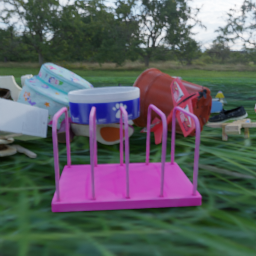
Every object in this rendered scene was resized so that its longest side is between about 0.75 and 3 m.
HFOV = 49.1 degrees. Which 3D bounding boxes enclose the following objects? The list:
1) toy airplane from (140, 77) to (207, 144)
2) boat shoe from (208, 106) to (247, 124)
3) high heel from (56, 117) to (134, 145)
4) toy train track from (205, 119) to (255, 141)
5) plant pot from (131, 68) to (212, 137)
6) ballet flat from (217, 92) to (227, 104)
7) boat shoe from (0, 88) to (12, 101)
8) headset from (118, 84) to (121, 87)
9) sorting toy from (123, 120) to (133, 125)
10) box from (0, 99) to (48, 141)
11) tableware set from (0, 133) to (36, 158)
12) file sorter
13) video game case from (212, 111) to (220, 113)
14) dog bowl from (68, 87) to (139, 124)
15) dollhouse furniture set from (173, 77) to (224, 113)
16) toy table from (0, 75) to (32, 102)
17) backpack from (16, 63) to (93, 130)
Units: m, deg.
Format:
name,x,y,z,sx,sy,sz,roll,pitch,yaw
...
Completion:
name,x,y,z,sx,sy,sz,roll,pitch,yaw
toy airplane,1.206,-0.340,7.377,0.392,2.130,2.130,34,-7,-32
boat shoe,3.511,-0.494,10.071,1.363,0.452,0.509,-9,28,31
high heel,-0.898,-0.087,7.883,2.225,0.750,1.070,0,31,10
toy train track,3.418,0.041,8.602,1.676,0.475,2.922,-1,5,29
plant pot,1.411,-0.708,8.823,1.970,2.025,2.025,21,23,37
ballet flat,5.047,-1.571,15.144,0.291,0.819,0.283,-33,14,-6
boat shoe,-4.521,-0.899,8.726,1.110,1.112,3.007,15,7,-4
headset,-1.235,-1.967,16.175,2.002,0.941,1.236,-6,10,23
sorting toy,-0.067,-0.504,10.342,1.920,1.026,1.729,12,37,43
box,-2.995,-0.173,7.212,1.099,0.767,1.443,-7,-15,41
tableware set,-3.717,0.121,6.875,1.934,0.586,2.926,5,6,-43
file sorter,-0.069,0.370,4.790,2.250,1.411,1.563,-1,12,-5
video game case,3.406,-0.834,12.983,1.166,0.150,1.283,-5,13,-19
dog bowl,-0.635,-0.646,7.554,1.894,0.746,1.894,-3,13,1
dollhouse furniture set,2.725,-1.581,12.678,2.422,1.581,2.287,-8,15,-18
toy table,-4.383,-1.496,12.498,2.839,1.663,2.610,-7,14,-25
backpack,-2.414,-1.011,9.507,2.274,1.929,2.562,27,19,-5
